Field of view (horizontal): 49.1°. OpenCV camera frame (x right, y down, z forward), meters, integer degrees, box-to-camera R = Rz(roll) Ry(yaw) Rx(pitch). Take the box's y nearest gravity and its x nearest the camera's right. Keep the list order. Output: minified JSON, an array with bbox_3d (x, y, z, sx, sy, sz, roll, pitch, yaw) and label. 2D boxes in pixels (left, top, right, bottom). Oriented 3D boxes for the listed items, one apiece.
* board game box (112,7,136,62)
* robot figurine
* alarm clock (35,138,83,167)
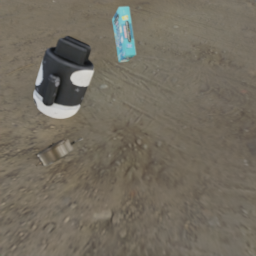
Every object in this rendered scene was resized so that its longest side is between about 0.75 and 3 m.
[{"bbox_3d":[-0.172,-3.531,10.780,0.408,1.739,1.313,-9,5,-13],"label":"board game box"},{"bbox_3d":[-2.203,-1.641,9.471,2.049,2.727,1.702,-6,40,-48],"label":"robot figurine"},{"bbox_3d":[-1.964,0.611,8.060,1.459,0.486,0.984,-26,7,-7],"label":"alarm clock"}]
